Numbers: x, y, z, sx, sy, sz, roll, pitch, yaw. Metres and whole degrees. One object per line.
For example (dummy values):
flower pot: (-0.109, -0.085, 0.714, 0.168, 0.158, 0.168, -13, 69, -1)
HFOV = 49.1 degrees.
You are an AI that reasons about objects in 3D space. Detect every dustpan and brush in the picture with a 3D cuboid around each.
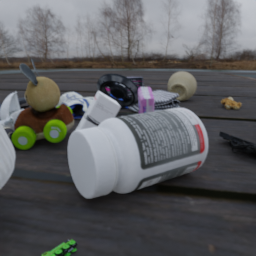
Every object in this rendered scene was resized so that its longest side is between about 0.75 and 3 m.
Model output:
dustpan and brush: (-3.907, -0.332, 9.355, 0.613, 1.494, 2.141, -5, 17, 13)

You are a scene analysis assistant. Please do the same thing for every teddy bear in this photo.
teddy bear: (5.398, -1.291, 14.724, 1.069, 0.492, 1.474, 10, 18, 25)

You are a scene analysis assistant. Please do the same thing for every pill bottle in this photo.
pill bottle: (0.230, 0.480, 6.052, 2.764, 1.574, 1.574, -10, 18, -33)

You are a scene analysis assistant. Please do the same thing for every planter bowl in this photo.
planter bowl: (3.079, -2.319, 16.514, 1.730, 1.730, 1.165, 6, 30, 21)

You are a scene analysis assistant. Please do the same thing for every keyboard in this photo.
keyboard: (3.482, 0.629, 8.080, 1.250, 0.476, 2.402, 18, 5, -22)

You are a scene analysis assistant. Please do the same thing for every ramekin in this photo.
ramekin: (-3.107, 0.616, 4.229, 2.771, 1.454, 2.771, -23, 23, 10)

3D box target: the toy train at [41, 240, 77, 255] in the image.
toy train: (-1.065, 1.805, 3.909, 0.228, 0.169, 0.810, -1, 11, 39)

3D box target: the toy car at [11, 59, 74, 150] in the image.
toy car: (-2.880, -0.881, 8.813, 1.903, 2.412, 1.982, -12, 21, 0)

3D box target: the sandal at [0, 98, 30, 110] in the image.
sandal: (-5.707, -1.021, 13.853, 1.015, 0.572, 2.671, 5, 24, 45)

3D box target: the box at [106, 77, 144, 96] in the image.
box: (-0.249, -2.334, 16.563, 2.311, 1.326, 1.527, -1, 11, 6)

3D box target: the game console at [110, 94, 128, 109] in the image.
game console: (-0.581, -1.342, 14.782, 0.914, 0.633, 1.071, -25, 44, 12)

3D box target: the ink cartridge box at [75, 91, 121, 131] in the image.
ink cartridge box: (-0.947, -0.149, 7.990, 0.692, 1.644, 1.189, 29, 7, -14)

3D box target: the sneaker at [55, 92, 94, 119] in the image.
sneaker: (-2.473, -0.963, 12.507, 2.761, 1.039, 1.217, 6, 22, 34)

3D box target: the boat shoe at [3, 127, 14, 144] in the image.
boat shoe: (-3.754, 0.518, 8.141, 0.621, 0.720, 1.982, 33, 13, -4)

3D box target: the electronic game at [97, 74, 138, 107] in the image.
electronic game: (-0.428, -1.626, 12.443, 2.027, 2.027, 0.422, 6, 56, 23)

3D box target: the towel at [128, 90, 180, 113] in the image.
towel: (1.213, -1.244, 13.583, 1.902, 0.983, 2.297, -7, 17, -23)

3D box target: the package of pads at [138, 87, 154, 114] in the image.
package of pads: (0.671, -0.739, 10.504, 0.543, 1.435, 0.865, -5, 40, -1)
